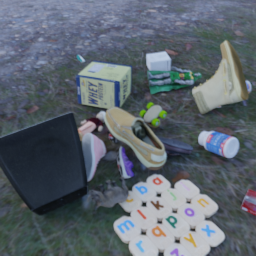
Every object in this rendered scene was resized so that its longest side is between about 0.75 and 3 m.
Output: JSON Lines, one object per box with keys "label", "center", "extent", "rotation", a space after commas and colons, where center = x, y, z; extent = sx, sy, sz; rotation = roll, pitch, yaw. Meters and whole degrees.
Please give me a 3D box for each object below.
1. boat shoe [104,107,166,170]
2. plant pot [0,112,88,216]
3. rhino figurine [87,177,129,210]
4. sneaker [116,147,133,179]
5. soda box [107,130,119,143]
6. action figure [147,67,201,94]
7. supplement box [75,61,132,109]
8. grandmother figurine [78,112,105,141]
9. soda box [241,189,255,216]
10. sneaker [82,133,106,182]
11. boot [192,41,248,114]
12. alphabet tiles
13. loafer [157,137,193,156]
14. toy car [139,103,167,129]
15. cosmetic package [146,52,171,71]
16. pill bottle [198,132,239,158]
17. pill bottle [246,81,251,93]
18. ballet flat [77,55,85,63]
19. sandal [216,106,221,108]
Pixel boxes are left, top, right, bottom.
{"label": "boat shoe", "center": [0.247, 0.043, 9.348], "extent": [1.049, 1.115, 2.927], "rotation": [-31, 56, -29]}
{"label": "plant pot", "center": [-2.217, 1.199, 7.906], "extent": [2.228, 2.233, 1.981], "rotation": [-22, 73, -17]}
{"label": "rhino figurine", "center": [-0.541, 1.846, 7.765], "extent": [1.590, 0.475, 0.695], "rotation": [-2, 62, -54]}
{"label": "sneaker", "center": [-0.101, 1.191, 9.538], "extent": [0.508, 0.491, 1.219], "rotation": [2, 50, -20]}
{"label": "soda box", "center": [-0.182, 0.082, 10.984], "extent": [1.307, 0.414, 0.462], "rotation": [-29, 46, -33]}
{"label": "action figure", "center": [2.323, -2.463, 13.870], "extent": [2.609, 0.713, 1.541], "rotation": [-5, 62, -2]}
{"label": "supplement box", "center": [-1.053, -1.994, 12.852], "extent": [2.001, 1.343, 1.999], "rotation": [11, 36, 14]}
{"label": "grandmother figurine", "center": [-1.432, -0.129, 11.226], "extent": [1.010, 0.505, 1.666], "rotation": [29, 48, 20]}
{"label": "soda box", "center": [4.035, 2.338, 7.988], "extent": [1.424, 0.451, 0.498], "rotation": [23, 44, 26]}
{"label": "sneaker", "center": [-1.148, 1.062, 9.524], "extent": [0.626, 0.870, 1.664], "rotation": [-17, 60, 31]}
{"label": "boot", "center": [3.745, -2.135, 11.988], "extent": [1.011, 2.159, 2.778], "rotation": [12, 64, -45]}
{"label": "alphabet tiles", "center": [1.108, 2.533, 7.935], "extent": [2.884, 0.210, 2.821], "rotation": [-24, 44, -28]}
{"label": "loafer", "center": [1.218, 0.710, 10.100], "extent": [2.122, 0.668, 0.763], "rotation": [13, 13, 12]}
{"label": "toy car", "center": [1.089, -0.331, 11.076], "extent": [0.823, 1.043, 0.857], "rotation": [-46, 53, -8]}
{"label": "cosmetic package", "center": [1.666, -3.640, 15.581], "extent": [1.133, 0.697, 1.129], "rotation": [-8, 37, -5]}
{"label": "pill bottle", "center": [3.156, 0.541, 9.942], "extent": [0.738, 0.738, 1.315], "rotation": [-23, 24, -27]}
{"label": "pill bottle", "center": [5.002, -1.783, 12.862], "extent": [1.073, 0.602, 0.602], "rotation": [-10, 38, -6]}
{"label": "ballet flat", "center": [-2.797, -4.078, 16.621], "extent": [0.267, 0.267, 0.768], "rotation": [-20, 46, -24]}
{"label": "sandal", "center": [3.964, -1.191, 12.808], "extent": [0.300, 0.225, 0.784], "rotation": [-10, 38, -12]}
